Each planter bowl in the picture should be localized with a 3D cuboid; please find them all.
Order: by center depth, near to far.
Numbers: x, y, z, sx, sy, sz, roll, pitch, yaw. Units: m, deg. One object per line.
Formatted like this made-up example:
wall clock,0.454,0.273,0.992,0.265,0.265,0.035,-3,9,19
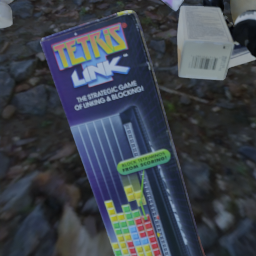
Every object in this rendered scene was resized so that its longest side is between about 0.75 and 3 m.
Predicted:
planter bowl,2.760,-2.751,5.375,1.865,1.865,1.255,-39,100,-29

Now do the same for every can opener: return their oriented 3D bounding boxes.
can opener,1.727,-2.693,5.801,0.504,0.625,1.589,36,17,13

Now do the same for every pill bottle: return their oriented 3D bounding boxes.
pill bottle,-2.511,-2.692,4.864,1.007,1.685,1.007,-4,5,0

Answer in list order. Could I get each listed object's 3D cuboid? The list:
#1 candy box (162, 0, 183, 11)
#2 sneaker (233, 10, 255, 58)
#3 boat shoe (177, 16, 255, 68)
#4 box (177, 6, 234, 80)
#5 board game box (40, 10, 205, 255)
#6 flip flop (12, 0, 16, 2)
candy box,1.058,-2.987,5.545,0.438,1.026,1.224,31,29,-15
sneaker,1.677,-0.810,3.169,0.710,0.821,1.876,17,16,-19
boat shoe,2.274,-2.102,6.413,2.647,1.227,0.988,-25,27,-23
box,1.247,-1.517,4.801,0.765,0.626,1.611,6,41,6
board game box,0.089,0.038,3.374,0.763,2.226,2.693,-17,11,7
flip flop,-2.029,-3.322,5.965,2.290,0.929,0.659,-8,42,25
